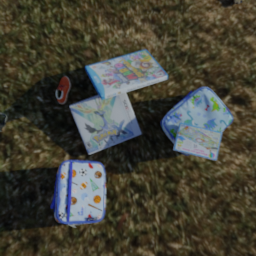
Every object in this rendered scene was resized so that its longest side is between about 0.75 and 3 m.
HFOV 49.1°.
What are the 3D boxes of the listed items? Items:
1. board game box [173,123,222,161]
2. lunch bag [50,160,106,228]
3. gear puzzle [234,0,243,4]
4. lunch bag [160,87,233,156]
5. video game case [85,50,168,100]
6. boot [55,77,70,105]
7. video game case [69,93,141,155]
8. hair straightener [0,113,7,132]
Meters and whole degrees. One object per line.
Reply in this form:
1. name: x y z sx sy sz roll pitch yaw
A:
1. board game box: 2.274 0.446 9.213 1.408 0.241 0.946 14 84 5
2. lunch bag: -1.636 2.169 9.283 1.718 0.810 2.144 7 71 -22
3. gear puzzle: 4.092 -5.456 11.066 0.685 0.173 1.322 -40 80 -4
4. lunch bag: 2.364 -0.256 9.868 2.205 0.909 1.772 -40 84 -4
5. video game case: -0.094 -1.939 9.855 2.444 0.218 1.749 -19 52 -13
6. boot: -2.392 -1.442 10.233 0.399 0.570 1.063 4 77 5
7. video game case: -0.800 -0.274 10.021 2.063 0.227 1.880 -21 94 -4
8. hair straightener: -5.595 0.231 9.732 2.917 0.597 1.123 -30 118 -3
